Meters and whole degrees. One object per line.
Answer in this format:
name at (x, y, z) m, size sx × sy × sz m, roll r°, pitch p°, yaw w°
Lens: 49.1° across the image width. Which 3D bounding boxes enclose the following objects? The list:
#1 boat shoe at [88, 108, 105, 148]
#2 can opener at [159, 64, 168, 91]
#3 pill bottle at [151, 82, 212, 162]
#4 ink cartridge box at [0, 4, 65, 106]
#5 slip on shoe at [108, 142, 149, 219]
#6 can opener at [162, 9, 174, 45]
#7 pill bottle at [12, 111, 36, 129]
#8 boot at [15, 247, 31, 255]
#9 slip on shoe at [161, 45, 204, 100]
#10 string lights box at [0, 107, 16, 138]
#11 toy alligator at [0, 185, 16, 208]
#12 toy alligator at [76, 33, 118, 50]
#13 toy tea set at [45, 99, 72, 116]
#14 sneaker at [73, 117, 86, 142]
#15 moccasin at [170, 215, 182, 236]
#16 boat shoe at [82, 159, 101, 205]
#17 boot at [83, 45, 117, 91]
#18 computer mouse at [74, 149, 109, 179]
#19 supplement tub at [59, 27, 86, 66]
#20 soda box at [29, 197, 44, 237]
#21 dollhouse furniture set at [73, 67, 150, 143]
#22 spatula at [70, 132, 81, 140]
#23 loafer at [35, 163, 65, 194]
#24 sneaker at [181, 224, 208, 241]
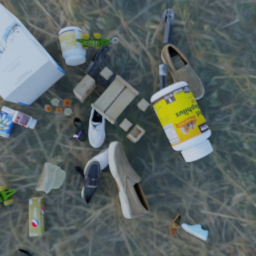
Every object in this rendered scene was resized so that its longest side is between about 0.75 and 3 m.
boat shoe at (-1.204, -0.132, 10.484) m, size 0.670 × 0.595 × 1.820 m, roll 3°, pitch 95°, yaw 8°
can opener at (1.357, -1.918, 10.627) m, size 0.268 × 0.336 × 1.006 m, roll -4°, pitch 94°, yaw -18°
pill bottle at (1.989, -0.191, 10.136) m, size 1.462 × 1.462 × 2.676 m, roll -25°, pitch 87°, yaw -2°
ink cartridge box at (-4.099, -2.523, 9.980) m, size 1.997 × 2.032 × 2.761 m, roll -41°, pitch 87°, yaw 1°
slip on shoe at (0.039, 1.842, 10.081) m, size 0.860 × 1.079 × 2.838 m, roll -13°, pitch 89°, yaw 23°
can opener at (1.528, -3.952, 11.003) m, size 0.470 × 0.375 × 1.406 m, roll 7°, pitch 89°, yaw 44°
pill bottle at (-3.898, -0.282, 10.549) m, size 0.784 × 0.430 × 0.430 m, roll 27°, pitch 86°, yaw -24°
boot at (-3.634, 5.202, 10.255) m, size 1.548 × 0.599 × 1.070 m, roll 26°, pitch 82°, yaw 1°
slip on shoe at (2.087, -2.134, 10.641) m, size 0.907 × 0.723 × 2.385 m, roll -29°, pitch 87°, yaw -2°
string lights box at (-4.685, -0.221, 10.719) m, size 0.543 × 0.312 × 1.057 m, roll 21°, pitch 86°, yaw 1°
toy alligator at (-5.045, 2.706, 10.457) m, size 2.172 × 0.522 × 0.720 m, roll -22°, pitch 86°, yaw 6°
toy alligator at (-1.093, -3.139, 10.230) m, size 1.587 × 0.526 × 0.381 m, roll -8°, pitch 46°, yaw -15°
toy tea set at (-2.618, -0.820, 10.607) m, size 1.026 × 0.380 × 0.610 m, roll 6°, pitch 94°, yaw -18°
sneaker at (-1.853, 0.063, 10.573) m, size 0.376 × 0.564 × 0.985 m, roll -14°, pitch 91°, yaw -9°
moccasin at (1.780, 3.595, 10.350) m, size 0.302 × 0.319 × 0.826 m, roll 31°, pitch 69°, yaw 14°
boat shoe at (-1.320, 1.991, 10.177) m, size 0.619 × 0.558 × 1.722 m, roll 9°, pitch 109°, yaw -20°
boot at (-0.804, -2.204, 10.701) m, size 1.401 × 0.557 × 1.610 m, roll 37°, pitch 72°, yaw -17°
computer mouse at (-1.179, 1.355, 10.571) m, size 1.555 × 0.341 × 0.853 m, roll -39°, pitch 93°, yaw -2°
supplement tub at (-2.092, -3.078, 10.614) m, size 0.882 × 0.882 × 1.213 m, roll -11°, pitch 85°, yaw -1°
soda box at (-3.397, 3.298, 10.413) m, size 0.432 × 0.457 × 1.349 m, roll -2°, pitch 86°, yaw 0°
dollhouse furniture set at (-0.428, -0.874, 10.370) m, size 2.837 × 1.256 × 1.471 m, roll 40°, pitch 84°, yaw -2°
spatula at (-1.960, 0.317, 10.344) m, size 0.107 × 1.043 × 0.295 m, roll 42°, pitch 62°, yaw -20°
loafer at (-2.552, 1.658, 9.467) m, size 0.797 × 2.333 × 0.883 m, roll 22°, pitch 88°, yaw -12°
sneaker at (2.487, 3.778, 10.472) m, size 1.037 × 0.383 × 0.425 m, roll 29°, pitch 67°, yaw 0°
